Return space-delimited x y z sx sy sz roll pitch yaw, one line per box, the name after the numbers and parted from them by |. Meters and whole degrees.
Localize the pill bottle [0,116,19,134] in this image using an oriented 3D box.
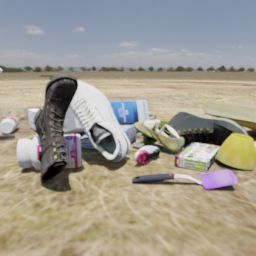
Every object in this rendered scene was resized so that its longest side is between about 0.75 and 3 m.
-4.309 -0.111 10.155 0.512 0.512 0.934 -2 13 -10 | pill bottle

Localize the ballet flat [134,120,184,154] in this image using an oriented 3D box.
0.885 0.099 7.956 0.607 0.607 1.717 -12 37 -44 | ballet flat

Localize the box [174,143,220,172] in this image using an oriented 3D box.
1.777 0.697 7.046 0.794 0.250 1.442 8 14 28 | box

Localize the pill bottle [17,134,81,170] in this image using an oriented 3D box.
-1.786 0.562 6.480 1.373 0.778 0.778 -3 13 -10 | pill bottle

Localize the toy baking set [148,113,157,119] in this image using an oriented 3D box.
0.623 -0.562 12.983 1.385 0.161 1.063 11 17 42 | toy baking set

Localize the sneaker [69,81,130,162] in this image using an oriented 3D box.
-0.821 -0.228 6.805 0.911 2.384 0.960 -41 -7 14 | sneaker

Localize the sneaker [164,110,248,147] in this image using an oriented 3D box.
2.141 0.271 8.184 2.392 0.895 1.271 18 39 39 | sneaker

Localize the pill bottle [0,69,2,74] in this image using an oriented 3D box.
-4.428 -1.490 8.130 1.322 0.755 0.755 -43 23 -7 | pill bottle

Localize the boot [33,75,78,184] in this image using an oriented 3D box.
-1.368 0.053 5.515 0.632 1.827 1.590 9 45 -33 | boot

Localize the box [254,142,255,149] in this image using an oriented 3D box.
3.275 0.648 7.089 0.423 0.352 1.031 0 12 -1 | box

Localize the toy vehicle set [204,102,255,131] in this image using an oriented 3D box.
4.031 -0.206 8.847 2.900 0.384 1.802 14 3 -36 | toy vehicle set

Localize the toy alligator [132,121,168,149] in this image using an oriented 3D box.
0.858 0.114 8.969 0.794 0.576 2.397 7 14 29 | toy alligator

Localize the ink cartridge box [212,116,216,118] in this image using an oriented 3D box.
4.436 -0.407 11.972 1.324 0.378 1.076 5 13 39 | ink cartridge box

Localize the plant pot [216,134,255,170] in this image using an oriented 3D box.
2.655 0.511 6.710 0.921 0.654 0.921 9 15 -2 | plant pot

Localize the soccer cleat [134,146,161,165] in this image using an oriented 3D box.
0.393 0.667 7.001 0.454 0.367 1.051 16 12 35 | soccer cleat

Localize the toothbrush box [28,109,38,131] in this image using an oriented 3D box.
-2.813 -0.382 10.745 1.731 0.738 1.267 -8 11 -29 | toothbrush box

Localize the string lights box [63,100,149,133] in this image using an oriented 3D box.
-0.820 -0.392 9.862 2.798 0.825 1.438 -7 -3 -32 | string lights box

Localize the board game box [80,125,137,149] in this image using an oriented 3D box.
-0.646 0.301 8.244 1.590 0.490 1.589 0 12 11 | board game box

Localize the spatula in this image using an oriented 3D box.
1.088 1.023 5.654 2.034 0.209 0.575 0 22 5 | spatula
